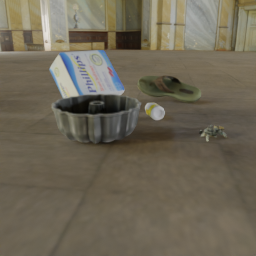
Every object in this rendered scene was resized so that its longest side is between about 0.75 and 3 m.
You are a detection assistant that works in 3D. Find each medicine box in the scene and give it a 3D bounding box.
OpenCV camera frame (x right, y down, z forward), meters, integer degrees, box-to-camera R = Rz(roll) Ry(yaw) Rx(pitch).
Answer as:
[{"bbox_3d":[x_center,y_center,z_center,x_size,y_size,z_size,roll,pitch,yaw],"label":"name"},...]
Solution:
[{"bbox_3d":[-1.479,-1.740,10.226,2.032,1.851,1.046,-18,-13,-42],"label":"medicine box"}]

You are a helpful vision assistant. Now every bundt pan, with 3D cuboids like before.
[{"bbox_3d":[-0.852,-0.263,7.725,2.417,0.907,2.417,1,20,0],"label":"bundt pan"}]

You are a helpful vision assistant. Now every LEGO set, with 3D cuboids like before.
[{"bbox_3d":[2.329,0.051,7.706,0.707,0.309,1.089,5,21,10],"label":"LEGO set"}]

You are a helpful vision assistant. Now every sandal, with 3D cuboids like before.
[{"bbox_3d":[1.688,-1.770,11.495,2.649,0.756,1.052,13,58,18],"label":"sandal"}]

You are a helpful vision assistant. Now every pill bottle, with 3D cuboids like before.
[{"bbox_3d":[0.857,-0.583,9.334,0.467,0.467,0.834,-5,19,-14],"label":"pill bottle"}]
